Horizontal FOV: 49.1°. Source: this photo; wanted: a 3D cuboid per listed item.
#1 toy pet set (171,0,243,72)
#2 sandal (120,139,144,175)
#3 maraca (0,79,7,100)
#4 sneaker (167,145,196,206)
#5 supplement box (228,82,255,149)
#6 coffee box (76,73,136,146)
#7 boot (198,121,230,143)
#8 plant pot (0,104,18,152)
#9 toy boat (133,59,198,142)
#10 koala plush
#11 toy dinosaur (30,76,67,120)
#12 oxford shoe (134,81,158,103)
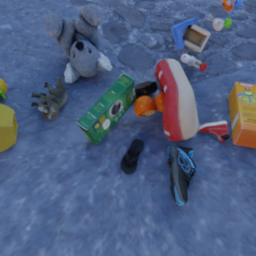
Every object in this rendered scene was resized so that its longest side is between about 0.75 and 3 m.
[{"bbox_3d":[2.775,-4.008,11.422,1.511,2.846,2.657,24,15,-10],"label":"toy pet set"},{"bbox_3d":[0.114,0.795,8.449,0.508,0.323,1.351,12,47,12],"label":"sandal"},{"bbox_3d":[-4.770,-1.454,10.350,0.569,0.730,1.064,-31,50,-15],"label":"maraca"},{"bbox_3d":[1.543,1.225,7.760,0.801,0.716,1.955,2,46,2],"label":"sneaker"},{"bbox_3d":[3.929,-0.499,9.372,0.817,0.845,2.457,9,44,5],"label":"supplement box"},{"bbox_3d":[-0.581,-0.549,8.662,0.467,1.306,2.124,35,75,20],"label":"coffee box"},{"bbox_3d":[2.763,0.192,9.040,0.939,0.340,0.677,-11,69,18],"label":"boot"},{"bbox_3d":[-4.176,0.009,8.604,1.369,1.338,1.329,-3,45,-13],"label":"plant pot"},{"bbox_3d":[1.100,-0.798,9.044,1.886,1.882,2.885,-17,43,7],"label":"toy boat"},{"bbox_3d":[-1.821,-3.109,11.367,2.285,2.368,2.576,-19,69,-5],"label":"koala plush"},{"bbox_3d":[-2.716,-1.010,10.016,1.176,0.885,2.299,26,39,2],"label":"toy dinosaur"},{"bbox_3d":[0.393,-1.353,10.499,1.457,0.529,0.615,-25,31,-21],"label":"oxford shoe"}]
